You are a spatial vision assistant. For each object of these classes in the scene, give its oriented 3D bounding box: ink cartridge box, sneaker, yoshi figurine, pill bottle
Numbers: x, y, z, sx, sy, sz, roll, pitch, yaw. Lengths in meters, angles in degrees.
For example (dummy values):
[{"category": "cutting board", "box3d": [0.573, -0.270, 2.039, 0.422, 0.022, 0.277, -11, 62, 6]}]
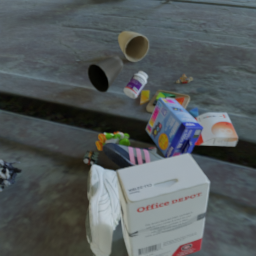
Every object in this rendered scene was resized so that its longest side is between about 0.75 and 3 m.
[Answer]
[{"category": "ink cartridge box", "box3d": [1.691, 0.158, 10.138, 0.870, 1.556, 2.280, 0, 35, -31]}, {"category": "ink cartridge box", "box3d": [0.798, 2.074, 6.834, 1.882, 2.608, 1.092, -12, 37, -11]}, {"category": "ink cartridge box", "box3d": [3.124, -0.015, 11.324, 2.120, 0.531, 1.719, 4, 37, -2]}, {"category": "sneaker", "box3d": [-0.469, 2.236, 8.023, 1.424, 1.117, 2.866, 5, 42, -10]}, {"category": "sneaker", "box3d": [0.398, 1.014, 9.502, 2.587, 0.907, 1.061, 27, 59, 14]}, {"category": "yoshi figurine", "box3d": [-0.456, 0.532, 10.391, 1.353, 0.758, 0.761, -7, 2, -38]}, {"category": "pill bottle", "box3d": [0.386, -2.050, 13.257, 0.706, 0.706, 1.255, 26, 74, 30]}]

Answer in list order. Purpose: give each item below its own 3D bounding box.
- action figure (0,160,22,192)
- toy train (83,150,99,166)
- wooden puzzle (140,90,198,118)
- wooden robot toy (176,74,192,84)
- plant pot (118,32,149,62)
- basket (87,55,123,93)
[{"category": "action figure", "box3d": [-4.208, 1.607, 8.865, 1.225, 1.052, 2.061, -3, 38, 14]}, {"category": "toy train", "box3d": [-1.326, 1.067, 9.961, 0.468, 0.350, 0.821, 13, 19, 0]}, {"category": "wooden puzzle", "box3d": [1.865, -1.195, 13.040, 2.890, 0.338, 1.950, 9, 39, 12]}, {"category": "wooden robot toy", "box3d": [2.997, -2.619, 14.808, 0.940, 0.427, 0.414, -9, 38, -11]}, {"category": "plant pot", "box3d": [0.126, -5.160, 17.005, 1.631, 1.631, 1.741, -18, 45, -22]}, {"category": "basket", "box3d": [-1.036, -2.794, 13.813, 1.130, 1.498, 1.661, 3, 37, 33]}]
